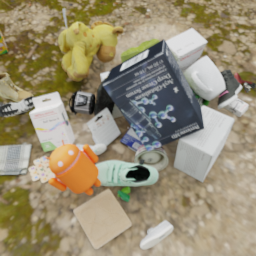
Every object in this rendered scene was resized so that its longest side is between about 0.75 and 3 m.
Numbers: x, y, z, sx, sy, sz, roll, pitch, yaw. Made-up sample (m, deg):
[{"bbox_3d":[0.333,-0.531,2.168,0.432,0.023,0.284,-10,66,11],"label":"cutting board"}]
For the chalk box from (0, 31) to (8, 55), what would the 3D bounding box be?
[{"bbox_3d":[-7.000,-4.168,13.655,1.771,1.098,1.105,-19,56,-13],"label":"chalk box"}]

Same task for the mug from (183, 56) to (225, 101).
[{"bbox_3d":[2.888,-1.768,10.610,1.425,1.200,1.626,54,32,7],"label":"mug"}]

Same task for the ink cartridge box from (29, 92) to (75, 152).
[{"bbox_3d":[-2.739,-0.202,9.960,1.105,1.886,0.635,-13,18,9],"label":"ink cartridge box"}]

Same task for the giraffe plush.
[{"bbox_3d":[-1.534,-3.640,12.218,2.394,2.953,2.548,-13,38,-27],"label":"giraffe plush"}]

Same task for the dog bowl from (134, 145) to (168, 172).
[{"bbox_3d":[0.793,1.012,9.711,1.185,1.185,0.437,0,44,0],"label":"dog bowl"}]

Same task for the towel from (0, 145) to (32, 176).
[{"bbox_3d":[-4.196,1.148,10.169,1.226,0.220,1.273,-2,54,-2],"label":"towel"}]

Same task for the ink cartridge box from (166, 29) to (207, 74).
[{"bbox_3d":[2.098,-2.791,11.745,1.629,2.253,0.949,-32,70,-23],"label":"ink cartridge box"}]

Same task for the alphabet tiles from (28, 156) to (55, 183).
[{"bbox_3d":[-3.001,1.482,10.006,0.987,0.074,1.009,-24,56,-16],"label":"alphabet tiles"}]

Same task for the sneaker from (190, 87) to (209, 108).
[{"bbox_3d":[2.380,-0.650,11.026,1.139,1.043,2.673,33,62,15],"label":"sneaker"}]

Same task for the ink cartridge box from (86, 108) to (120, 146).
[{"bbox_3d":[-0.943,0.023,10.374,1.012,1.265,0.299,-41,32,-22],"label":"ink cartridge box"}]

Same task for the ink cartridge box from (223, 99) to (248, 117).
[{"bbox_3d":[4.476,-0.894,11.631,0.797,0.338,0.580,39,64,25],"label":"ink cartridge box"}]

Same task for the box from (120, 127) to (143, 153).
[{"bbox_3d":[0.577,0.154,10.736,1.019,0.273,1.682,29,69,20],"label":"box"}]

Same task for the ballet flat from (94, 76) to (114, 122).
[{"bbox_3d":[-0.768,-1.125,10.229,0.805,2.423,0.688,21,46,-5],"label":"ballet flat"}]

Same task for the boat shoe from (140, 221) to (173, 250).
[{"bbox_3d":[0.807,3.218,8.506,1.181,0.425,0.404,-30,43,-17],"label":"boat shoe"}]

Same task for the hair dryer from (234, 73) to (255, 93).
[{"bbox_3d":[5.173,-2.011,12.579,0.975,0.348,1.281,-13,56,-32],"label":"hair dryer"}]

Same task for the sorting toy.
[{"bbox_3d":[-0.553,2.710,8.953,1.975,0.291,1.460,-28,61,-20],"label":"sorting toy"}]

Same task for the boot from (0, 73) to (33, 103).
[{"bbox_3d":[-4.825,-1.688,11.709,1.518,1.180,0.552,14,54,11],"label":"boot"}]

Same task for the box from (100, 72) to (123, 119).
[{"bbox_3d":[-0.482,-1.342,11.195,0.811,1.526,1.162,-17,55,-8],"label":"box"}]

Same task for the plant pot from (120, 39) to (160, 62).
[{"bbox_3d":[0.826,-1.962,10.547,2.474,2.350,2.474,-22,21,9],"label":"plant pot"}]

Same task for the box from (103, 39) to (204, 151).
[{"bbox_3d":[0.857,-0.950,8.729,2.000,2.694,1.442,-25,25,23],"label":"box"}]

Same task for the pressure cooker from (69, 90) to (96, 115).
[{"bbox_3d":[-1.833,-0.969,11.039,0.993,0.887,0.873,9,32,5],"label":"pressure cooker"}]

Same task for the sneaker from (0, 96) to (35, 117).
[{"bbox_3d":[-4.279,-0.705,10.800,1.556,0.704,0.517,-25,80,-26],"label":"sneaker"}]

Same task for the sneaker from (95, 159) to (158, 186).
[{"bbox_3d":[-0.287,1.415,8.994,2.398,1.415,0.883,-2,76,11],"label":"sneaker"}]

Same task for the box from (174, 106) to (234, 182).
[{"bbox_3d":[2.566,0.559,9.621,1.175,1.797,1.788,28,58,22],"label":"box"}]

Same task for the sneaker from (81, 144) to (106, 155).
[{"bbox_3d":[-1.192,0.815,9.937,1.028,0.455,0.387,-16,92,-27],"label":"sneaker"}]

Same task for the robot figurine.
[{"bbox_3d":[-1.614,1.230,8.327,1.316,1.830,1.067,-28,27,21],"label":"robot figurine"}]

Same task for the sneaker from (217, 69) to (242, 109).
[{"bbox_3d":[3.826,-1.609,11.276,1.145,0.816,2.309,53,42,-5],"label":"sneaker"}]

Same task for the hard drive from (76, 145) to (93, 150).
[{"bbox_3d":[-1.623,1.126,10.183,0.731,0.146,1.108,6,52,-1],"label":"hard drive"}]
